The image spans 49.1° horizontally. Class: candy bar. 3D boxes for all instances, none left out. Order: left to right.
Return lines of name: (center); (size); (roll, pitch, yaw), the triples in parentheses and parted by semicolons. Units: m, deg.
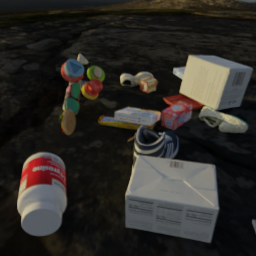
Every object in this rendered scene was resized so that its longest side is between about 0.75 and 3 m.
candy bar: (-0.100, -0.183, 11.726); (2.442, 0.271, 0.609); (9, 30, 13)

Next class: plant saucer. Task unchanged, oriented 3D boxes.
plant saucer: (2.673, -1.172, 13.450); (1.477, 0.272, 1.480); (-14, 33, -23)

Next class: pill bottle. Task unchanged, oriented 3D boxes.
pill bottle: (-2.263, 1.711, 7.461); (1.203, 1.203, 2.142); (-7, 31, -11)

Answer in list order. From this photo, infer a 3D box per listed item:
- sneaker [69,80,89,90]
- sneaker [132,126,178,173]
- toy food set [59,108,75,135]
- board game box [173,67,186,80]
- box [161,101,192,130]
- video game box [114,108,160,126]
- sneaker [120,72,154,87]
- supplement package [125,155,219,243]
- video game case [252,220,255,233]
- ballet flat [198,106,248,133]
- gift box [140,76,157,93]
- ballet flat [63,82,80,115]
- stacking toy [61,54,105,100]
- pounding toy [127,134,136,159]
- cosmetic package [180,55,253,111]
sneaker: (-2.518, -2.375, 15.217); (1.443, 0.592, 0.539); (-14, 33, -23)
sneaker: (1.028, 0.429, 9.384); (0.979, 1.515, 2.792); (16, 33, 25)
toy food set: (-2.186, -0.225, 10.201); (0.239, 0.970, 0.980); (3, 22, 14)
board game box: (3.897, -3.195, 16.863); (1.568, 0.379, 2.073); (-11, 31, -17)
box: (2.078, -0.539, 11.915); (0.652, 0.706, 1.377); (23, 38, 36)
video game box: (0.433, -0.498, 11.703); (1.538, 0.395, 1.688); (8, 13, 17)
sneaker: (0.485, -2.590, 15.637); (1.894, 0.717, 0.871); (-4, 37, 7)
supplement package: (1.139, 1.776, 7.352); (2.138, 1.185, 1.665); (7, 31, 10)
video game case: (3.854, 2.689, 6.858); (1.327, 0.116, 0.949); (3, 30, 4)
ballet flat: (3.807, -0.201, 11.502); (0.797, 0.797, 2.221); (-18, 32, -28)
gift box: (1.114, -2.371, 15.059); (0.730, 0.782, 0.722); (-23, 42, -37)
ballet flat: (-2.609, -1.186, 12.689); (0.740, 0.762, 2.141); (31, 39, -30)
stacking toy: (-1.753, -2.444, 12.172); (1.962, 0.829, 1.776); (38, 52, -15)
pounding toy: (0.248, 0.693, 10.000); (0.552, 0.551, 0.963); (4, 49, 7)
cosmetic package: (4.107, -2.213, 13.262); (1.944, 1.932, 2.323); (-10, 32, -36)
